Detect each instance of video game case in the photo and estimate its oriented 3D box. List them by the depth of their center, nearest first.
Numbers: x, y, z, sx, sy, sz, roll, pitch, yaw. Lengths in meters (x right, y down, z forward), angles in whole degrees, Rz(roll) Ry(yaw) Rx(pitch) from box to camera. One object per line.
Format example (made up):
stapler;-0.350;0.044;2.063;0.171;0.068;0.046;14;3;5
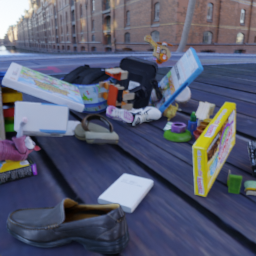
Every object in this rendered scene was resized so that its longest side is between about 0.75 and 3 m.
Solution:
video game case;-2.735;-1.385;9.263;2.444;0.270;2.225;19;17;-23
video game case;1.905;-1.874;11.812;0.252;2.830;2.025;31;32;-20

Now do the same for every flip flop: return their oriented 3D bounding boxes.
flip flop;-1.053;-0.008;9.093;1.207;0.857;2.976;-3;6;-16

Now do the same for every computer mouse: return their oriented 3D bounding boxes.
computer mouse;0.554;-1.308;11.595;1.736;1.219;0.400;-27;41;11

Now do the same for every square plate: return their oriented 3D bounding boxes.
square plate;-2.568;-0.034;10.612;1.358;0.193;1.345;1;18;4

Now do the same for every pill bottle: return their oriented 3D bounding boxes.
pill bottle;2.679;-1.645;13.911;0.831;0.831;1.454;5;2;14

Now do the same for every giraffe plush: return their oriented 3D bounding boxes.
giraffe plush;1.740;-0.632;11.707;0.814;0.703;0.660;-1;29;26

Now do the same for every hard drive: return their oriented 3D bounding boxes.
hard drive;-0.023;1.459;6.410;0.804;0.163;1.219;9;21;25

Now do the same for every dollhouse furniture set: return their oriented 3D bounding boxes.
dollhouse furniture set;2.789;1.264;6.569;0.843;0.423;0.553;6;20;16
dollhouse furniture set;-0.568;-1.523;10.956;0.798;1.532;1.549;-17;36;-42

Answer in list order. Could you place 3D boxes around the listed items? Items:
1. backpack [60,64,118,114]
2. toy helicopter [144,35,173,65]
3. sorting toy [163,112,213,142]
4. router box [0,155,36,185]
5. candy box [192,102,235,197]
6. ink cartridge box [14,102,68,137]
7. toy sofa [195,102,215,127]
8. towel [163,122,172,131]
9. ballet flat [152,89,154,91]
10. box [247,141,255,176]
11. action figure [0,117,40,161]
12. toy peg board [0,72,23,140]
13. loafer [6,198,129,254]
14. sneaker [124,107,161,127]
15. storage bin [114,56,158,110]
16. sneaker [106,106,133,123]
backpack;-1.738;-1.707;12.787;2.324;1.866;2.539;8;27;20
toy helicopter;1.302;-3.515;12.147;0.937;1.416;0.559;-51;12;-11
sorting toy;2.225;-0.030;9.673;1.951;0.801;1.173;4;19;12
router box;-3.194;0.966;7.494;1.069;0.366;1.434;-12;23;-32
candy box;2.202;0.427;6.967;0.334;1.294;2.532;11;32;31
ink cartridge box;-2.517;-0.185;8.179;1.353;0.781;1.865;2;-6;-17
toy sofa;2.883;-0.454;10.727;0.603;0.512;1.237;15;42;17
towel;1.747;-0.026;10.738;0.656;0.101;0.860;7;21;18
ballet flat;1.171;-2.143;16.245;2.429;0.563;0.818;10;-11;12
box;3.606;0.764;7.340;0.782;0.411;0.955;-9;36;21
action figure;-3.046;0.555;6.836;1.886;1.405;1.264;6;-32;-39
toy peg board;-4.283;-1.027;10.139;1.189;2.421;2.431;-7;20;-28
loafer;-1.100;1.600;5.012;2.260;0.817;0.823;1;20;6
sneaker;0.506;-0.381;11.022;1.616;0.645;1.052;8;28;-3
storage bin;0.280;-1.794;12.113;1.571;2.324;1.089;16;21;4
sneaker;-0.348;-0.445;10.250;1.068;0.430;0.472;20;-28;-20
